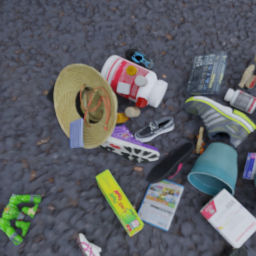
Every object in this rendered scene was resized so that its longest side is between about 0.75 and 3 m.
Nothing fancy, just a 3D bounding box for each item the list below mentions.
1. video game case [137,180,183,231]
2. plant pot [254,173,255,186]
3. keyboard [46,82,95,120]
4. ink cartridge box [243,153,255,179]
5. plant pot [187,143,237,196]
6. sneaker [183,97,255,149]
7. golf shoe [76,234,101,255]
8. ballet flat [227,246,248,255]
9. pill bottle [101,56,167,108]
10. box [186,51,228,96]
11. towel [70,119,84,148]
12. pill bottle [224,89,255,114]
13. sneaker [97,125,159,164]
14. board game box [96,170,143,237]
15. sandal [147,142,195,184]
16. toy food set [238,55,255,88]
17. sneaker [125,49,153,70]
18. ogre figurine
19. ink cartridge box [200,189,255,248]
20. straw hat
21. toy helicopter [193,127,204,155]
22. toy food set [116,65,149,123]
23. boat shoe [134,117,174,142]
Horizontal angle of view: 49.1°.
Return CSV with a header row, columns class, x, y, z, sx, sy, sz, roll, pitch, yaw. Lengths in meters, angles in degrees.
class,x,y,z,sx,sy,sz,roll,pitch,yaw
video game case,1.013,2.357,8.871,1.052,0.131,1.470,15,63,26
plant pot,5.375,1.137,7.653,2.649,2.595,2.649,15,31,-9
keyboard,-1.826,-0.946,10.574,2.447,0.485,1.273,37,88,11
ink cartridge box,4.025,1.230,8.972,0.182,0.842,0.827,15,96,46
plant pot,2.790,1.256,8.885,1.421,1.421,1.335,24,62,11
sneaker,2.835,-0.249,9.445,2.690,0.994,1.089,31,84,47
golf shoe,-1.107,3.627,8.262,0.544,0.429,1.182,-26,72,-27
ballet flat,2.737,4.250,7.850,0.723,0.618,2.175,40,61,6
pill bottle,0.214,-1.674,10.390,2.292,1.287,1.287,27,67,12
box,2.836,-1.948,10.153,0.394,1.216,1.543,21,80,-38
towel,-1.682,0.204,9.166,0.149,1.253,0.907,1,85,-27
pill bottle,4.187,-1.018,10.415,1.110,0.615,0.615,28,67,17
sneaker,-0.051,0.398,9.542,2.450,0.988,1.022,22,57,8
board game box,-0.277,2.309,8.568,0.458,0.977,1.924,-30,67,-15
sandal,1.488,1.262,9.281,1.971,0.444,0.740,-38,28,-7
toy food set,4.923,-2.238,10.542,0.290,1.172,1.843,36,107,42
sneaker,0.321,-2.738,10.671,1.493,0.612,0.547,38,101,39
ogre figurine,-3.378,2.686,8.576,0.891,0.729,1.486,23,80,-8
ink cartridge box,2.944,2.635,8.206,0.995,0.577,1.349,-41,73,-6
straw hat,-1.093,-0.787,9.463,2.980,2.980,1.261,46,39,20
toy helicopter,2.475,0.420,9.597,0.374,0.949,0.628,12,21,22
toy food set,0.188,-1.078,9.633,0.947,0.893,1.984,15,98,19
boat shoe,0.923,0.009,9.914,1.540,0.522,0.552,-19,51,-10
